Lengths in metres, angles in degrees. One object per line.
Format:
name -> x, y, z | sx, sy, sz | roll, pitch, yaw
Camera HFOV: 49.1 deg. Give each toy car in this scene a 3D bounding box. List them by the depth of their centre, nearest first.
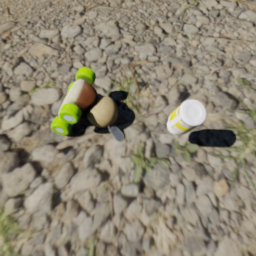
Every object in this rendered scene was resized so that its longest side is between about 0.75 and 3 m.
toy car -> -1.128, -0.536, 10.085 | 2.480, 1.957, 2.037 | 27, 56, -16

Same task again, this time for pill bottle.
pill bottle -> 1.646, -0.243, 8.270 | 0.776, 1.394, 0.776 | 4, 73, -12
